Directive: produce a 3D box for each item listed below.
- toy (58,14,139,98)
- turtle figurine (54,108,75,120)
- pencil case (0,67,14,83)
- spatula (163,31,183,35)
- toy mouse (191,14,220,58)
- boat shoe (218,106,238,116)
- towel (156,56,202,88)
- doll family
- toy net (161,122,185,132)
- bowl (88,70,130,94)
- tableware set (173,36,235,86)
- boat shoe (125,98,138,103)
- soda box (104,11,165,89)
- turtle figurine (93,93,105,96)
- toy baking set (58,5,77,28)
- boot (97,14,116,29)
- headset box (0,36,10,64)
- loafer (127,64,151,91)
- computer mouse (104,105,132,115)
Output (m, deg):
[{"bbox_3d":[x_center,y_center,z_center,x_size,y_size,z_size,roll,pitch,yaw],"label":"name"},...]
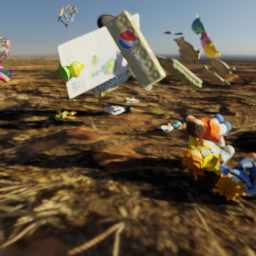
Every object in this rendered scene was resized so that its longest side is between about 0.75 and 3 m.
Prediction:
[{"bbox_3d":[-0.791,-2.065,7.751,0.621,1.515,2.631,32,54,33],"label":"toy"},{"bbox_3d":[-2.736,-0.549,11.672,0.946,0.305,0.763,11,26,15],"label":"turtle figurine"},{"bbox_3d":[-3.462,-1.465,7.147,0.957,0.423,0.423,19,5,-30],"label":"pencil case"},{"bbox_3d":[1.837,-3.781,11.213,0.334,0.121,1.181,4,18,-29],"label":"spatula"},{"bbox_3d":[2.528,-3.064,9.448,0.396,1.817,2.045,-29,-18,21],"label":"toy mouse"},{"bbox_3d":[4.391,-0.745,12.310,0.333,0.333,0.946,-11,20,-38],"label":"boat shoe"},{"bbox_3d":[1.950,-2.144,10.803,1.775,0.324,1.317,30,3,-32],"label":"towel"},{"bbox_3d":[2.183,0.804,5.941,2.840,1.280,1.763,35,27,34],"label":"doll family"},{"bbox_3d":[1.622,0.009,9.946,1.123,0.217,0.589,-17,26,-41],"label":"toy net"},{"bbox_3d":[-0.900,-2.145,10.509,1.806,0.848,1.806,-18,36,13],"label":"bowl"},{"bbox_3d":[2.330,-2.087,8.829,2.261,0.262,1.889,36,3,4],"label":"tableware set"},{"bbox_3d":[0.197,-1.500,15.078,0.771,0.241,0.274,-5,15,-21],"label":"boat shoe"},{"bbox_3d":[0.157,-1.489,5.459,0.483,1.427,0.457,-29,5,18],"label":"soda box"},{"bbox_3d":[-2.010,-2.173,17.117,1.021,0.408,1.267,12,12,13],"label":"turtle figurine"},{"bbox_3d":[-2.431,-4.433,11.046,0.791,1.030,0.120,14,-11,28],"label":"toy baking set"},{"bbox_3d":[-0.046,-3.166,10.256,2.424,0.839,2.111,32,20,-23],"label":"boot"},{"bbox_3d":[-4.203,-2.571,8.724,1.062,0.410,0.790,26,41,-39],"label":"headset box"},{"bbox_3d":[0.235,-1.145,6.204,0.268,0.768,0.268,-34,9,7],"label":"loafer"},{"bbox_3d":[-0.485,-0.776,12.509,1.410,0.309,0.773,-8,22,-45],"label":"computer mouse"}]
